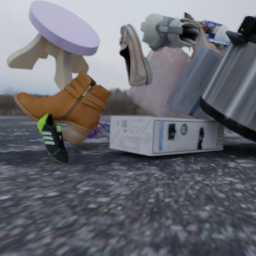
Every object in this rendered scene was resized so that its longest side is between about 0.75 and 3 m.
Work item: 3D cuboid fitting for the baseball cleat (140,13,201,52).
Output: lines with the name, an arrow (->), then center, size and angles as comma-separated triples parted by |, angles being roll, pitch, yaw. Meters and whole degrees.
baseball cleat -> 1.143, -2.348, 7.267 | 1.439, 0.943, 2.703 | 14, 21, 11

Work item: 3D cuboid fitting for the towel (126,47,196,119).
towel -> 1.480, -1.382, 9.464 | 2.830, 2.703, 0.456 | 36, -21, -30

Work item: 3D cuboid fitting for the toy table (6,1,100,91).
toy table -> -2.035, -2.306, 8.013 | 2.498, 1.592, 2.718 | 5, 39, -32

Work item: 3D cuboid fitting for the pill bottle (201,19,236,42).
pill bottle -> 3.624, -3.851, 11.591 | 1.532, 0.917, 0.917 | 33, 23, 34

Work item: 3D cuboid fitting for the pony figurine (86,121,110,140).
pony figurine -> -1.168, -0.098, 8.832 | 1.793, 1.493, 1.731 | 21, -5, -13

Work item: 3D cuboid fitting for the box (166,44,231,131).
box -> 2.740, -1.123, 8.602 | 2.570, 2.004, 0.529 | 17, 25, -29

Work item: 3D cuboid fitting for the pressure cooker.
pressure cooker -> 3.434, -1.287, 6.867 | 2.617, 2.930, 2.577 | 35, 23, 26

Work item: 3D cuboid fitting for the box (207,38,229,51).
box -> 2.918, -2.481, 10.285 | 1.048, 1.535, 0.289 | 9, 42, -5

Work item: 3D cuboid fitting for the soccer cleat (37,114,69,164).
soccer cleat -> -1.552, 0.219, 5.930 | 0.471, 1.162, 0.392 | -43, -21, 25

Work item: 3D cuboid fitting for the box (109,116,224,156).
box -> 1.091, 0.157, 7.415 | 2.801, 0.842, 1.634 | 0, 3, -41

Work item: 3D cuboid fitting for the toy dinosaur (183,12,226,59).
toy dinosaur -> 2.412, -2.245, 9.220 | 1.182, 2.754, 1.866 | -7, 36, -12

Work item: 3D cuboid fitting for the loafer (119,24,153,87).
loafer -> 0.054, -2.011, 7.610 | 0.645, 2.051, 0.737 | -14, -24, -13

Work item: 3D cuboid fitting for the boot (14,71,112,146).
boot -> -1.692, -0.782, 7.330 | 2.242, 1.741, 0.860 | 34, 10, 5
